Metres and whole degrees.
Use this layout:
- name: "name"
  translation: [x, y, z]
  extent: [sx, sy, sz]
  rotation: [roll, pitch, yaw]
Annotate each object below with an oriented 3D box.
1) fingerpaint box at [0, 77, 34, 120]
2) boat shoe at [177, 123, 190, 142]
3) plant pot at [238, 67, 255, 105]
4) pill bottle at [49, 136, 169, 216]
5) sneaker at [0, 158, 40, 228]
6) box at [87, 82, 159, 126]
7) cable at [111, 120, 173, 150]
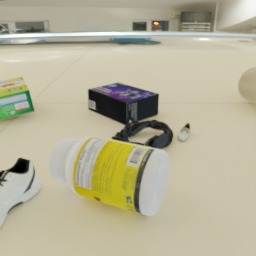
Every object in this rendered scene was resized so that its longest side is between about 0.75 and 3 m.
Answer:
- name: "fingerpaint box"
  translation: [-4.967, -0.988, 10.393]
  extent: [2.508, 0.920, 2.092]
  rotation: [-18, 29, -21]
- name: "boat shoe"
  translation: [1.767, 0.126, 8.809]
  extent: [0.316, 0.289, 0.844]
  rotation: [16, 35, 14]
- name: "plant pot"
  translation: [5.511, -1.648, 11.068]
  extent: [2.192, 2.192, 2.007]
  rotation: [-3, 12, -7]
- name: "pill bottle"
  translation: [-0.413, 0.897, 5.859]
  extent: [2.326, 1.308, 1.308]
  rotation: [10, 26, 23]
- name: "sneaker"
  translation: [-2.595, 1.331, 5.481]
  extent: [0.788, 0.855, 2.138]
  rotation: [10, 27, 16]
- name: "box"
  translation: [-0.220, -0.997, 10.718]
  extent: [1.642, 0.917, 2.326]
  rotation: [-17, 29, -40]
- name: "cable"
  translation: [0.466, 0.263, 8.476]
  extent: [1.628, 0.507, 1.995]
  rotation: [8, 26, 30]
